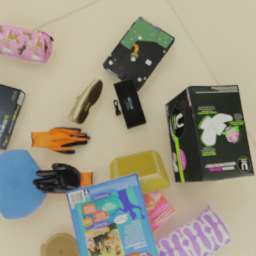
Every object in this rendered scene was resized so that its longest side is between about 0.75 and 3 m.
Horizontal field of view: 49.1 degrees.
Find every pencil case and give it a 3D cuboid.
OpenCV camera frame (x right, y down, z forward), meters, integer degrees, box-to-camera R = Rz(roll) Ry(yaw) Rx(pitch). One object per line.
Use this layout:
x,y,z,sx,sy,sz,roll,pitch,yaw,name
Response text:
-3.948,-3.021,9.752,2.529,1.047,1.094,12,87,4,pencil case
1.620,3.511,8.436,2.925,1.228,1.250,-27,51,-7,pencil case

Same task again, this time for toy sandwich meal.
-2.116,3.878,8.772,1.223,0.419,1.223,1,77,-4,toy sandwich meal

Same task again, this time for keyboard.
-0.048,-0.789,9.502,0.982,0.210,1.636,-17,93,16,keyboard

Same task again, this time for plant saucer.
0.260,1.304,8.628,1.738,1.739,0.421,-14,120,0,plant saucer

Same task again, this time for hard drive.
0.381,-2.640,9.949,1.598,0.433,2.288,34,85,6,hard drive

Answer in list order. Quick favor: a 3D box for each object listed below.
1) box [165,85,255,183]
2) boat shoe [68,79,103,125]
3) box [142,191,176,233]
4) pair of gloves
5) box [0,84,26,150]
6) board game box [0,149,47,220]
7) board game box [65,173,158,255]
2.341,0.268,8.531,1.652,1.974,2.658,-3,78,-14,box
-1.499,-0.968,9.478,0.657,0.618,1.725,19,70,31,boat shoe
-0.038,2.882,8.495,2.690,1.273,1.380,-40,82,-7,box
-2.125,1.031,9.103,1.934,0.268,2.171,-1,78,-21,pair of gloves
-4.678,-0.471,9.520,1.680,0.544,2.131,15,79,4,box
-3.585,1.790,9.103,1.736,0.428,2.197,-37,81,-8,board game box
-0.383,2.746,7.517,2.003,0.592,2.634,-14,81,-1,board game box
